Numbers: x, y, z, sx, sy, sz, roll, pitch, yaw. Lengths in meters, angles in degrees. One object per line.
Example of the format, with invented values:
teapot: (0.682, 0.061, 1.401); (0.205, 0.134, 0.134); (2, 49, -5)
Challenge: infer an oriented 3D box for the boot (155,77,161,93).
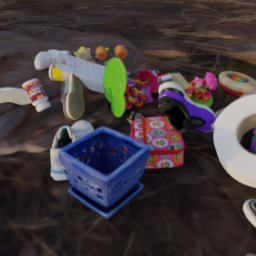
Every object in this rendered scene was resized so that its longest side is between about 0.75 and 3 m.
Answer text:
boot: (1.296, -2.097, 13.826); (0.300, 0.830, 0.690); (27, -14, -31)

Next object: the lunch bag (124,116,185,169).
lunch bag: (0.817, 0.462, 9.577); (1.964, 0.914, 2.230); (-3, 31, 1)

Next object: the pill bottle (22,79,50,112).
pill bottle: (-3.795, -1.344, 11.671); (0.686, 1.253, 0.686); (-26, 8, 4)

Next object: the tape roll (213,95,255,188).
tape roll: (4.015, 0.360, 8.402); (2.781, 0.973, 2.781); (-11, 59, 20)

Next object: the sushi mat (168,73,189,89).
sushi mat: (2.557, -2.388, 14.465); (0.937, 0.119, 1.959); (-5, 34, -9)

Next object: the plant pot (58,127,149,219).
plant pot: (-0.613, 1.223, 7.624); (1.807, 1.624, 1.807); (21, 35, 33)

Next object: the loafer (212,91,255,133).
loafer: (4.443, -0.463, 10.810); (2.983, 1.129, 1.019); (-29, 44, -22)

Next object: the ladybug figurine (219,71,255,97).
ladybug figurine: (5.224, -2.042, 13.368); (1.432, 0.759, 2.110); (-15, 37, -21)

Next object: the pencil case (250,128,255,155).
pencil case: (5.188, 0.806, 8.746); (2.554, 1.180, 1.087); (19, 62, 29)

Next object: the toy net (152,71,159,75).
toy net: (1.472, -2.920, 15.255); (0.409, 0.151, 0.781); (7, 36, 5)

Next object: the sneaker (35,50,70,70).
sneaker: (-4.228, -3.975, 16.152); (1.398, 0.891, 2.418); (6, 33, 15)

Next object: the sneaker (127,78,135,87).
sneaker: (-0.268, -2.426, 13.955); (1.298, 0.645, 0.451); (6, 26, 14)

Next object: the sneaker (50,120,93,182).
sneaker: (-1.814, 0.349, 9.306); (1.105, 1.278, 2.949); (-3, 30, 7)

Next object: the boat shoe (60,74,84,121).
boat shoe: (-2.500, -1.243, 12.110); (0.862, 0.957, 2.661); (-29, 46, 23)

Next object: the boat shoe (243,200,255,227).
boat shoe: (3.884, 2.376, 6.833); (0.773, 0.696, 2.185); (-23, 40, -31)

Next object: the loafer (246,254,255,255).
loafer: (3.160, 3.142, 5.855); (1.477, 0.516, 0.517); (28, 43, 35)

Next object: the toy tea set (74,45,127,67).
toy tea set: (-1.439, -3.746, 15.114); (2.838, 1.688, 1.050); (-6, 42, -9)

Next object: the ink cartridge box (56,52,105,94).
ink cartridge box: (-2.134, -2.653, 13.626); (2.693, 0.768, 2.189); (10, 32, -17)

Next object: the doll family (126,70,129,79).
doll family: (-0.279, -2.961, 14.971); (0.693, 0.503, 1.116); (3, 32, 1)

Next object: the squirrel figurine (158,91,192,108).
squirrel figurine: (1.770, -1.204, 11.600); (1.149, 1.231, 0.871); (13, 27, -32)

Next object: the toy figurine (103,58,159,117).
toy figurine: (0.378, -1.717, 12.249); (2.296, 2.494, 1.873); (-3, -14, -33)

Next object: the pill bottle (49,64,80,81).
pill bottle: (-3.187, -2.837, 14.463); (1.591, 0.869, 0.869); (5, 34, 7)

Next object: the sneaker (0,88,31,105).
sneaker: (-5.119, -1.534, 12.720); (1.947, 0.744, 0.784); (6, 25, 7)

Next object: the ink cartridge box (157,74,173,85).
ink cartridge box: (1.775, -2.623, 14.558); (0.836, 0.293, 1.028); (-16, 38, -1)

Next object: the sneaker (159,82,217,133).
sneaker: (1.987, -0.296, 9.388); (2.661, 0.925, 1.323); (30, 48, -26)

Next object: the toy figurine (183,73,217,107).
toy figurine: (3.090, -1.747, 11.901); (1.573, 1.448, 1.181); (12, 56, -1)

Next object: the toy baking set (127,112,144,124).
toy baking set: (0.377, -0.323, 11.402); (1.076, 0.125, 0.826); (32, 40, 31)
